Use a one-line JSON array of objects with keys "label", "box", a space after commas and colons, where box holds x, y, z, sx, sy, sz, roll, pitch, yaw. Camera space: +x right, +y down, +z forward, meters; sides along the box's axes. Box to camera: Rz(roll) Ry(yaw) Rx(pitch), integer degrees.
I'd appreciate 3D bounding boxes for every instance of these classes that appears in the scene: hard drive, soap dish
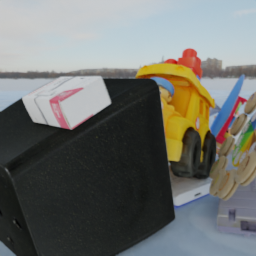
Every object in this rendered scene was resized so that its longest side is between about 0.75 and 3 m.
[{"label": "hard drive", "box": [0.667, 1.052, 5.813, 1.262, 0.243, 1.913, -8, 13, -39]}, {"label": "soap dish", "box": [3.214, 0.187, 8.364, 1.305, 1.027, 0.530, 6, -32, -4]}]

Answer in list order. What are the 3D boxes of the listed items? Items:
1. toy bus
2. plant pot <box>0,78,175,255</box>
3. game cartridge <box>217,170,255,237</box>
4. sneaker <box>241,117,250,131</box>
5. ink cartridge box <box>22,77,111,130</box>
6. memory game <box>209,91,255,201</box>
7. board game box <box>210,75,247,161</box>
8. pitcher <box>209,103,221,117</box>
[{"label": "toy bus", "box": [0.773, -0.386, 5.335, 1.766, 2.499, 2.603, 10, -4, 29]}, {"label": "plant pot", "box": [-0.877, 0.593, 3.811, 2.151, 2.146, 1.908, 11, 28, 43]}, {"label": "game cartridge", "box": [2.528, 1.100, 4.151, 2.239, 0.430, 1.451, -2, 15, 23]}, {"label": "sneaker", "box": [3.308, 0.228, 6.917, 0.573, 1.522, 0.674, 22, -48, -41]}, {"label": "ink cartridge box", "box": [-0.654, -0.283, 2.902, 0.763, 0.316, 0.559, 9, 38, 44]}, {"label": "memory game", "box": [1.891, 0.037, 4.340, 0.153, 2.407, 2.407, 30, 15, 6]}, {"label": "board game box", "box": [2.457, -0.095, 6.909, 0.477, 2.448, 1.934, 27, 42, 9]}, {"label": "pitcher", "box": [1.472, -0.108, 7.609, 1.732, 1.050, 1.486, -45, 8, -2]}]
